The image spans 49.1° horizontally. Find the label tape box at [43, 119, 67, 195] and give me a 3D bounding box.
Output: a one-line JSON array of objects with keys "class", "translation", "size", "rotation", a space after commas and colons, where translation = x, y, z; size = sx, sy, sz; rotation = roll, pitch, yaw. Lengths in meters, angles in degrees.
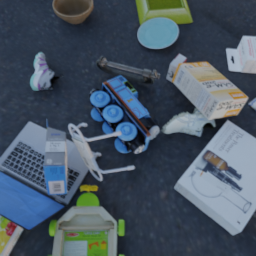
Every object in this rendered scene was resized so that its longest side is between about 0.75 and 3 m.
[{"class": "label tape box", "translation": [-2.055, 0.793, 8.083], "size": [0.574, 1.308, 1.815], "rotation": [-2, 44, -11]}]

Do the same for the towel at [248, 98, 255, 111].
[{"class": "towel", "translation": [4.983, -0.665, 9.924], "size": [0.884, 0.143, 1.203], "rotation": [-34, 68, -20]}]

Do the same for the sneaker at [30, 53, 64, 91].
[{"class": "sneaker", "translation": [-2.951, -2.084, 10.487], "size": [1.114, 0.619, 1.592], "rotation": [2, 70, 0]}]

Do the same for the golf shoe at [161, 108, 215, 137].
[{"class": "golf shoe", "translation": [2.053, -0.068, 9.297], "size": [1.858, 0.727, 0.903], "rotation": [-21, 69, -10]}]

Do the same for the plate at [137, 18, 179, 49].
[{"class": "plate", "translation": [1.226, -3.847, 11.512], "size": [1.684, 0.215, 1.684], "rotation": [-4, 64, 9]}]

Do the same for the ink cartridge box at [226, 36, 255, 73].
[{"class": "ink cartridge box", "translation": [5.003, -2.796, 10.751], "size": [2.184, 0.735, 1.279], "rotation": [3, 61, 2]}]

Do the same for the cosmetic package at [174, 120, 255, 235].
[{"class": "cosmetic package", "translation": [3.085, 1.392, 8.462], "size": [2.108, 0.722, 2.796], "rotation": [38, 67, 17]}]

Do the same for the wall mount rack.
[{"class": "wall mount rack", "translation": [-0.802, 0.626, 7.856], "size": [0.753, 2.020, 1.755], "rotation": [-38, 34, -28]}]

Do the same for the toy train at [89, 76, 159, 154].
[{"class": "toy train", "translation": [-0.130, -0.425, 9.219], "size": [1.579, 1.198, 2.763], "rotation": [-30, 64, -22]}]

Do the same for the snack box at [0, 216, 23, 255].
[{"class": "snack box", "translation": [-3.960, 3.042, 7.606], "size": [1.580, 0.589, 2.222], "rotation": [20, 63, 11]}]

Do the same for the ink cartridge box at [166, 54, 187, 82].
[{"class": "ink cartridge box", "translation": [1.781, -2.178, 10.344], "size": [0.359, 0.867, 0.636], "rotation": [34, 66, 14]}]

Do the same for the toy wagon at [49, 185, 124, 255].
[{"class": "toy wagon", "translation": [-1.121, 2.921, 7.722], "size": [2.057, 0.525, 2.651], "rotation": [0, 60, 0]}]

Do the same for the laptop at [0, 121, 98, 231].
[{"class": "laptop", "translation": [-2.831, 1.089, 8.055], "size": [2.768, 1.713, 2.956], "rotation": [24, 64, 12]}]

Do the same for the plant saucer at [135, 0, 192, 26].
[{"class": "plant saucer", "translation": [1.540, -5.544, 12.374], "size": [2.305, 0.552, 2.302], "rotation": [-6, 61, -2]}]

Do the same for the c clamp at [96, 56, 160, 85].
[{"class": "c clamp", "translation": [-0.041, -1.980, 9.562], "size": [2.497, 2.133, 0.338], "rotation": [16, 89, 15]}]

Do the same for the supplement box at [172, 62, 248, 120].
[{"class": "supplement box", "translation": [2.691, -1.321, 9.454], "size": [1.382, 0.806, 2.193], "rotation": [-10, 48, -30]}]

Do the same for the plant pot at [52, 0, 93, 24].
[{"class": "plant pot", "translation": [-2.306, -5.017, 11.962], "size": [1.692, 0.781, 1.692], "rotation": [0, 60, 0]}]
